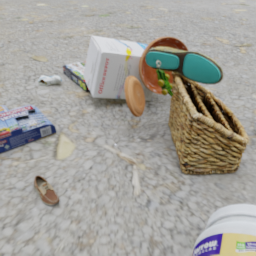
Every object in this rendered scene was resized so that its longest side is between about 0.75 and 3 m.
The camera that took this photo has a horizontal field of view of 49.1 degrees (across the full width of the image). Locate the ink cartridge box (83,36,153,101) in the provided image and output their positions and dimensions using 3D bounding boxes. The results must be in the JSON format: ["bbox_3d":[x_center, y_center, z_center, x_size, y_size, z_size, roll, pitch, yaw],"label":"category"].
[{"bbox_3d":[-0.296,-2.437,11.563,2.603,1.917,1.883,1,35,-24],"label":"ink cartridge box"}]

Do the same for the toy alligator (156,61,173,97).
[{"bbox_3d":[1.014,-1.441,8.322,0.297,1.236,0.410,6,42,45],"label":"toy alligator"}]

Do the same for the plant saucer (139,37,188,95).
[{"bbox_3d":[1.374,-2.329,10.562,2.142,2.142,0.346,-13,26,-19],"label":"plant saucer"}]

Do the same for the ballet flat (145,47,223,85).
[{"bbox_3d":[1.751,-1.997,8.587,2.521,0.891,0.891,20,39,25],"label":"ballet flat"}]

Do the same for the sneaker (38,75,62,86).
[{"bbox_3d":[-3.667,-2.186,13.161,1.146,0.439,0.463,2,40,15],"label":"sneaker"}]

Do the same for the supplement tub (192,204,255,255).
[{"bbox_3d":[1.837,2.747,4.318,1.954,1.954,2.688,13,36,18],"label":"supplement tub"}]

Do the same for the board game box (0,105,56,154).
[{"bbox_3d":[-4.108,-0.222,9.894,2.312,0.713,2.311,-23,40,-30],"label":"board game box"}]

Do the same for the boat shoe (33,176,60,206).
[{"bbox_3d":[-2.197,1.639,7.392,1.096,0.394,0.415,29,43,36],"label":"boat shoe"}]

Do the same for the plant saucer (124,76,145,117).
[{"bbox_3d":[0.266,-1.039,9.201,0.221,1.367,1.367,-9,29,24],"label":"plant saucer"}]

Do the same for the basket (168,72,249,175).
[{"bbox_3d":[2.504,-0.291,8.672,2.104,2.196,2.948,-1,33,-1],"label":"basket"}]

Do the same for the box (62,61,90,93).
[{"bbox_3d":[-2.004,-2.574,13.650,1.446,0.456,2.627,-20,39,-27],"label":"box"}]

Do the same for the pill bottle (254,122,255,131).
[{"bbox_3d":[4.989,-0.093,9.882,0.937,0.520,0.520,-7,34,-9],"label":"pill bottle"}]
